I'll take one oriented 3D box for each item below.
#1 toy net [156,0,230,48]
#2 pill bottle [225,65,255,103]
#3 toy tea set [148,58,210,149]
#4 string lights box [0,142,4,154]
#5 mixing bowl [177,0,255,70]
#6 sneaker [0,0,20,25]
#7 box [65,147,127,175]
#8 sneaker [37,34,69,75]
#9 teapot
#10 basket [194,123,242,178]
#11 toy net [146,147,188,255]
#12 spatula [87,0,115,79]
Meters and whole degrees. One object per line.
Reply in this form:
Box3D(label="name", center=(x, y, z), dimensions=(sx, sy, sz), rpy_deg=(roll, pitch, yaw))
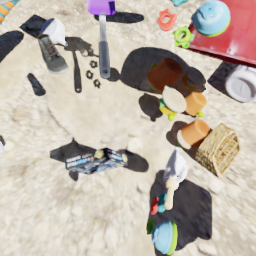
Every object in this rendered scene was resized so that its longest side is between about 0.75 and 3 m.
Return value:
Box3D(label="toy net", center=(0.776, -2.168, 4.566), dimensions=(0.993, 0.366, 1.893), rpy_deg=(-34, 72, 14))
Box3D(label="pill bottle", center=(3.677, -1.661, 8.119), dimensions=(1.047, 1.047, 1.810), rpy_deg=(33, 63, 19))
Box3D(label="toy tea set", center=(1.324, -0.688, 7.726), dimensions=(1.669, 1.039, 2.807), rpy_deg=(22, 49, -21))
Box3D(label="string lights box", center=(-2.659, 0.603, 4.856), dimensions=(0.539, 0.309, 1.049), rpy_deg=(-10, 32, 9))
Box3D(label="mixing bowl", center=(2.323, -1.981, 5.696), dimensions=(2.388, 1.294, 2.388), rpy_deg=(15, 16, -4))
Box3D(label="sneaker", center=(-2.913, -2.640, 5.975), dimensions=(0.750, 0.840, 2.102), rpy_deg=(41, 61, -8))
Box3D(label="box", center=(-0.591, 0.646, 5.274), dimensions=(0.939, 0.746, 0.216), rpy_deg=(-18, 66, 24))
Box3D(label="sneaker", center=(-1.416, -1.351, 5.121), dimensions=(0.349, 0.496, 0.934), rpy_deg=(-30, 47, -19))
Box3D(label="teapot", center=(-2.432, -3.169, 9.368), dimensions=(0.883, 0.654, 0.895), rpy_deg=(1, 79, 30))
Box3D(label="basket", center=(2.299, 0.502, 6.882), dimensions=(0.815, 0.781, 1.095), rpy_deg=(38, 65, 23))
Box3D(label="toy net", center=(0.433, 0.725, 2.946), dimensions=(0.208, 0.564, 1.075), rpy_deg=(14, 94, -5))
Box3D(label="spatula", center=(-0.566, -2.139, 6.353), dimensions=(0.657, 0.239, 2.325), rpy_deg=(-2, 73, -8))
